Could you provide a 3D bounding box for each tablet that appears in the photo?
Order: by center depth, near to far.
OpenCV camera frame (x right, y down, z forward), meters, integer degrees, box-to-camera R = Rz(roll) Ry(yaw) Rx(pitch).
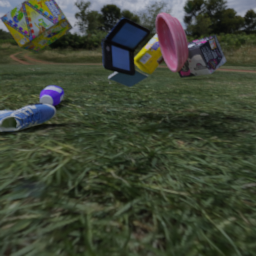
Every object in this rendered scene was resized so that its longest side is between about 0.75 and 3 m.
[{"bbox_3d":[0.023,-2.222,12.200,1.102,0.116,1.693,-26,-19,28],"label":"tablet"}]

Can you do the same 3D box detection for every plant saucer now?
[{"bbox_3d":[1.548,-2.978,9.725,0.517,2.041,2.041,-19,19,-3],"label":"plant saucer"}]

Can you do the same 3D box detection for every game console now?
[{"bbox_3d":[0.006,-2.908,10.363,1.096,1.581,1.852,-6,-3,37],"label":"game console"}]

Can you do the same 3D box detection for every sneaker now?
[{"bbox_3d":[-4.056,-0.317,11.034,2.512,0.951,0.968,-18,29,-22],"label":"sneaker"}]

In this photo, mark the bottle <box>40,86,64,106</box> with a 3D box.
[{"bbox_3d":[-4.235,-1.694,15.367,1.100,0.860,2.635,8,16,-8],"label":"bottle"}]

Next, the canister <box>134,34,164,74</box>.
[{"bbox_3d":[1.175,-3.180,11.492,0.820,1.894,1.406,41,3,-25],"label":"canister"}]

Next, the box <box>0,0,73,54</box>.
[{"bbox_3d":[-2.013,-2.382,6.411,1.168,0.739,1.212,-33,9,2],"label":"box"}]

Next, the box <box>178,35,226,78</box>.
[{"bbox_3d":[2.902,-2.933,11.843,1.090,1.255,1.900,-38,21,-20],"label":"box"}]
